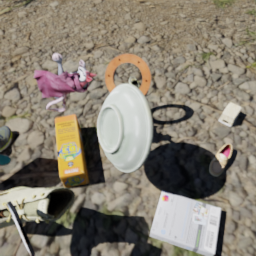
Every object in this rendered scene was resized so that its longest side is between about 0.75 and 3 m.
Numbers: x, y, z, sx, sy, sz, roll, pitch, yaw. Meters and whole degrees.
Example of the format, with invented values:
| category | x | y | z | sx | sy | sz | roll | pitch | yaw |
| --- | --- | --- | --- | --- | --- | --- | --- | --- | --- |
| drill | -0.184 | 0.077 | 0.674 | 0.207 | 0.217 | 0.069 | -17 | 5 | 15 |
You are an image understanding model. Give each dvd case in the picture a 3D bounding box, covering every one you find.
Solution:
| category | x | y | z | sx | sy | sz | roll | pitch | yaw |
| --- | --- | --- | --- | --- | --- | --- | --- | --- | --- |
| dvd case | -2.336 | 2.177 | 6.084 | 0.097 | 1.106 | 0.789 | -23 | 13 | -29 |

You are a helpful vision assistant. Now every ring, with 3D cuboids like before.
| category | x | y | z | sx | sy | sz | roll | pitch | yaw |
| --- | --- | --- | --- | --- | --- | --- | --- | --- | --- |
| ring | -0.009 | -1.946 | 10.991 | 1.861 | 1.861 | 0.179 | 15 | 19 | 12 |

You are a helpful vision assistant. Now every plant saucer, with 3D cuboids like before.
| category | x | y | z | sx | sy | sz | roll | pitch | yaw |
| --- | --- | --- | --- | --- | --- | --- | --- | --- | --- |
| plant saucer | -0.327 | 0.028 | 8.525 | 0.687 | 2.739 | 2.739 | -2 | 47 | -32 |

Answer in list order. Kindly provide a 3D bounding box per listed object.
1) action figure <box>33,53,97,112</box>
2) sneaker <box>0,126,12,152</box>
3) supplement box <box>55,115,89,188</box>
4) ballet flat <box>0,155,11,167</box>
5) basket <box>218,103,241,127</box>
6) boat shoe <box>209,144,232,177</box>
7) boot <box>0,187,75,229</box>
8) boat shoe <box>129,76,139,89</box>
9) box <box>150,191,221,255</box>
| category | x | y | z | sx | sy | sz | roll | pitch | yaw |
| --- | --- | --- | --- | --- | --- | --- | --- | --- | --- |
| action figure | -2.104 | -1.443 | 9.437 | 2.486 | 1.851 | 1.665 | 3 | 5 | 38 |
| sneaker | -5.488 | 0.654 | 11.336 | 0.753 | 0.825 | 2.038 | 16 | 53 | 12 |
| supplement box | -2.267 | 0.865 | 11.094 | 0.954 | 0.986 | 2.867 | -12 | 55 | -7 |
| ballet flat | -4.546 | 1.152 | 9.431 | 1.236 | 0.429 | 0.429 | -3 | 51 | -9 |
| basket | 4.567 | -0.612 | 12.520 | 0.631 | 0.575 | 0.932 | 30 | 56 | 21 |
| boat shoe | 3.679 | 1.211 | 11.071 | 0.578 | 0.542 | 1.567 | 26 | 56 | 19 |
| boot | -2.853 | 2.111 | 7.099 | 2.032 | 0.947 | 2.628 | -8 | 3 | 29 |
| boat shoe | 0.322 | -2.222 | 13.951 | 0.431 | 0.360 | 1.205 | -10 | 52 | -8 |
| box | 1.960 | 3.212 | 9.535 | 2.099 | 0.432 | 1.637 | 15 | 52 | 11 |
